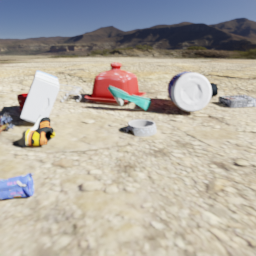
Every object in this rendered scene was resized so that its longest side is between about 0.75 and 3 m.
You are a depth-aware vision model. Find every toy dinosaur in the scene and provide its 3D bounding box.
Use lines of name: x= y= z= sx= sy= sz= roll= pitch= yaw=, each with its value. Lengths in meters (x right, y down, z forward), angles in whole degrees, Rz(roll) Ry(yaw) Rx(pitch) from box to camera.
toy dinosaur: x=-4.515 y=-0.158 z=10.061 sx=1.057 sy=0.612 sz=1.165 roll=-10 pitch=20 yaw=39

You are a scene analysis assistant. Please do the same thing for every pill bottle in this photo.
pill bottle: x=2.685 y=-1.761 z=12.935 sx=1.641 sy=1.641 sz=2.957 roll=1 pitch=13 yaw=2

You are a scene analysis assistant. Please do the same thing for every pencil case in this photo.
pencil case: x=-2.534 y=1.228 z=5.656 sx=1.245 sy=0.486 sz=0.541 roll=-5 pitch=-13 yaw=-14

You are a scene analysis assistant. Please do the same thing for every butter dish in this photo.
butter dish: x=-0.624 y=-2.388 z=14.530 sx=2.660 sy=1.972 sz=2.668 roll=6 pitch=19 yaw=21

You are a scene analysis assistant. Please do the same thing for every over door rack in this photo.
over door rack: x=-3.622 y=-2.004 z=14.972 sx=2.340 sy=0.780 sz=1.729 roll=19 pitch=16 yaw=-9

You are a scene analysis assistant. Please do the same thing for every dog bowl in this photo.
dog bowl: x=0.472 y=-0.018 z=9.868 sx=1.089 sy=0.319 sz=1.089 roll=-1 pitch=18 yaw=0

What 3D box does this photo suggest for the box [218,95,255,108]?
box: x=5.421 y=-1.311 z=13.775 sx=1.526 sy=0.380 sz=1.203 roll=-4 pitch=18 yaw=-12

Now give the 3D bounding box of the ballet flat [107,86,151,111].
ballet flat: x=-0.022 y=-1.233 z=12.468 sx=2.072 sy=0.729 sz=0.698 roll=18 pitch=3 yaw=0

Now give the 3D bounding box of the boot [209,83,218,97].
boot: x=4.038 y=-2.051 z=15.377 sx=1.739 sy=0.791 sz=2.070 roll=0 pitch=11 yaw=12

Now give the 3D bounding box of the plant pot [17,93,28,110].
plant pot: x=-4.648 y=-1.179 z=12.821 sx=0.786 sy=0.716 sz=0.786 roll=0 pitch=17 yaw=0

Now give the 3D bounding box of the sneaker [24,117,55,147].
sneaker: x=-2.668 y=0.149 z=9.022 sx=0.784 sy=0.609 sz=1.741 roll=8 pitch=22 yaw=1

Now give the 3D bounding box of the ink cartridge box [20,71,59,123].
ink cartridge box: x=-3.478 y=-1.247 z=11.118 sx=0.956 sy=1.658 sz=2.285 roll=20 pitch=10 yaw=-21
